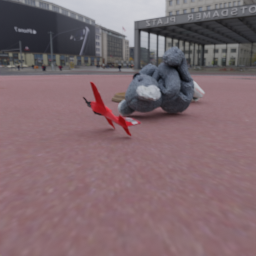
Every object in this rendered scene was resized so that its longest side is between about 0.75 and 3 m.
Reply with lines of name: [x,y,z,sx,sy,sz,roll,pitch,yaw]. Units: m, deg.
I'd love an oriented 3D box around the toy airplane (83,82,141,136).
toy airplane: [-0.463,-0.328,7.069,1.791,1.791,0.329,15,58,47]

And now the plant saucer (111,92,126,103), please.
plant saucer: [0.374,-1.532,13.958,2.412,0.355,2.412,1,13,0]

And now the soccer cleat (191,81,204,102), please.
soccer cleat: [2.930,-1.703,13.753,1.133,0.913,2.659,35,-3,-2]

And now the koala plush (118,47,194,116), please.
koala plush: [0.873,-1.224,9.583,2.376,2.183,2.107,-27,1,-36]
